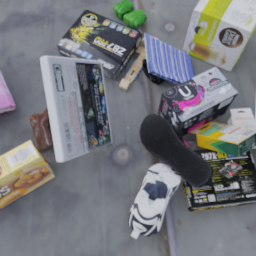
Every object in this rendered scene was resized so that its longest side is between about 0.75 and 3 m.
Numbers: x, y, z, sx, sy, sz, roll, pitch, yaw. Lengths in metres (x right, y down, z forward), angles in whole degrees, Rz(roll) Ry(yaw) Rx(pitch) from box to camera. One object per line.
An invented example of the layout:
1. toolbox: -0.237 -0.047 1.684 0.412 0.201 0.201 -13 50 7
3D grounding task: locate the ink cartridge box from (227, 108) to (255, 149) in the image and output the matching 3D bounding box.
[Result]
1. ink cartridge box: 3.801 0.026 9.293 0.769 0.442 1.313 -3 65 -1

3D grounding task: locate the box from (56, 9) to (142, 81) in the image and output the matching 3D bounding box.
1. box: -1.081 -3.237 10.766 2.614 0.642 2.107 28 73 13

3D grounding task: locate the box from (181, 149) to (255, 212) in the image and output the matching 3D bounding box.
1. box: 2.773 1.507 8.524 2.223 0.549 1.775 -6 63 -3

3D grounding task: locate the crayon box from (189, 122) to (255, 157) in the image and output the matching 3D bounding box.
1. crayon box: 2.940 0.303 8.626 1.111 0.456 1.767 -23 23 -30

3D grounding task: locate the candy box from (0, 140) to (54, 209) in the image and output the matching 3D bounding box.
1. candy box: -3.554 1.549 7.940 2.568 1.482 0.710 -30 60 -14

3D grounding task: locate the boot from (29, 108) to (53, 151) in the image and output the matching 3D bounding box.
1. boot: -2.592 0.033 9.269 1.288 0.444 1.382 -24 62 6

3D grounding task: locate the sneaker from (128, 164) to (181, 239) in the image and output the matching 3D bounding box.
1. sneaker: 0.673 2.163 8.020 0.985 1.606 2.468 25 29 6

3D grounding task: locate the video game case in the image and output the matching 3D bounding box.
1. video game case: -1.360 -0.618 8.073 0.316 2.460 2.706 -5 97 29

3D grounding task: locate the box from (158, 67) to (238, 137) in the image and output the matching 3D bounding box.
1. box: 2.191 -0.810 9.167 2.127 1.405 1.220 -27 67 -13

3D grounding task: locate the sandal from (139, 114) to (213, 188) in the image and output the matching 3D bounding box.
1. sandal: 1.400 0.698 8.661 1.103 0.662 2.937 -48 58 8

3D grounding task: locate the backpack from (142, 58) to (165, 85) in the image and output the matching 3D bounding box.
1. backpack: 0.987 -2.192 10.248 0.649 0.855 1.025 -32 65 -32

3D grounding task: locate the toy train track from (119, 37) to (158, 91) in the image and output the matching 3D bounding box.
1. toy train track: 0.438 -2.562 10.578 1.550 0.440 2.703 25 67 12

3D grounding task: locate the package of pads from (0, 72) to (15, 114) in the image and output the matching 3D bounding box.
1. package of pads: -4.981 -1.538 9.284 1.575 0.989 2.614 -24 92 -16

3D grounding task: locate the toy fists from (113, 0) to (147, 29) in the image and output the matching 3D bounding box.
1. toy fists: 0.002 -4.676 11.571 0.806 0.543 1.580 -33 67 -23

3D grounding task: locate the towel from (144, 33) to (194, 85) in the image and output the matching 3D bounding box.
1. towel: 1.511 -2.277 9.762 2.225 0.265 1.611 13 61 -36

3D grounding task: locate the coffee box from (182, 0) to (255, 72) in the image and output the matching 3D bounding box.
1. coffee box: 3.508 -3.765 10.240 2.047 2.067 2.070 28 67 12
